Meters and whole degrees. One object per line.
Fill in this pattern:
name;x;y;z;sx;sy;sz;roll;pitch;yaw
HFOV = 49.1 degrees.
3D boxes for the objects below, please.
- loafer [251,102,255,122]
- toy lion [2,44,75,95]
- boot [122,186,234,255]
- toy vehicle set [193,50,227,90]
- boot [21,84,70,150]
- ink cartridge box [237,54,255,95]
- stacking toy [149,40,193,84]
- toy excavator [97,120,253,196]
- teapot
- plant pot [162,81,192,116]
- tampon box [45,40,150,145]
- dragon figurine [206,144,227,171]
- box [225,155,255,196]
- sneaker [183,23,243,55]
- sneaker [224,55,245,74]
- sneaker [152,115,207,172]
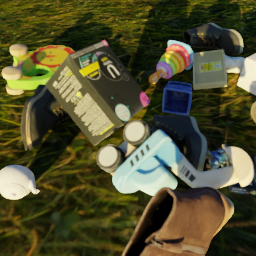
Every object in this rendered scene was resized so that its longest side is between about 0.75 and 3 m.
loafer;4.774;-0.142;8.279;2.279;0.862;0.778;36;51;22
toy lion;-3.215;-2.408;10.782;2.590;0.928;2.702;-3;43;-8
boot;0.522;1.900;4.227;2.029;2.439;0.883;17;15;-46
toy vehicle set;3.064;-2.226;10.581;1.154;0.246;1.858;-3;51;17
boot;-1.970;-0.463;8.488;1.955;1.095;2.827;3;41;-4
ink cartridge box;5.041;-2.016;10.091;1.623;1.174;1.194;-27;49;-27
stacking toy;1.501;-2.346;10.741;1.113;1.177;2.028;30;61;31
toy excavator;0.970;0.878;6.142;2.480;1.274;2.551;-44;57;1
teapot;-2.655;1.347;6.504;0.886;0.897;0.655;36;27;-29
plant pot;1.634;-1.027;9.235;0.900;0.900;0.809;9;35;11
tampon box;-0.797;-0.983;7.809;2.196;1.386;1.646;52;42;-5
dragon figurine;2.405;0.876;7.411;0.618;0.366;1.242;5;42;6
box;3.016;1.171;7.144;0.933;0.270;1.174;7;42;8
sneaker;3.680;-3.772;12.378;1.499;1.055;2.822;-19;36;-12
sneaker;3.972;-2.452;11.072;1.760;0.673;0.711;25;54;35
sneaker;1.258;0.377;7.446;1.252;0.882;2.357;6;25;-2
